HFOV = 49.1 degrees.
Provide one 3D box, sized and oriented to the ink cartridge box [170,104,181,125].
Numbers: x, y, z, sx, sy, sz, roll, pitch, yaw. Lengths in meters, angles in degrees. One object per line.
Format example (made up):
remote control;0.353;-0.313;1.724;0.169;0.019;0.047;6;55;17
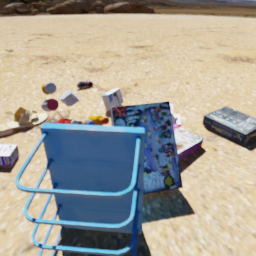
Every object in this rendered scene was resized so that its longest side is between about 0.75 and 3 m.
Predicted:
ink cartridge box;1.415;-0.588;11.727;1.585;0.538;0.912;2;32;6

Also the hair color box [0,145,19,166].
hair color box;-4.377;0.886;9.223;1.299;0.421;0.710;-1;28;2

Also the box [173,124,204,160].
box;1.574;0.518;9.718;1.859;0.364;1.272;-21;41;-41

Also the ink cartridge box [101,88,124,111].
ink cartridge box;-0.694;-1.315;12.851;0.428;0.735;1.017;-3;23;32

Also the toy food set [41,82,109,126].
toy food set;-2.022;-0.630;10.270;1.174;2.609;1.245;0;53;52

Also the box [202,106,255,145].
box;4.174;-0.160;11.054;1.525;0.493;1.933;-20;35;-33

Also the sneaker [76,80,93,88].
sneaker;-2.367;-2.385;15.260;0.999;0.403;0.373;-23;38;-36

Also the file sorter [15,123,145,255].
file sorter;-0.752;1.612;5.400;1.992;2.871;1.761;3;33;6

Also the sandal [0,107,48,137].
sandal;-4.317;-0.447;11.271;0.881;0.790;2.403;24;36;36

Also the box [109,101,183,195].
box;0.489;0.566;7.855;1.702;2.486;0.496;-7;-6;-11
